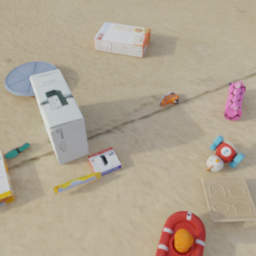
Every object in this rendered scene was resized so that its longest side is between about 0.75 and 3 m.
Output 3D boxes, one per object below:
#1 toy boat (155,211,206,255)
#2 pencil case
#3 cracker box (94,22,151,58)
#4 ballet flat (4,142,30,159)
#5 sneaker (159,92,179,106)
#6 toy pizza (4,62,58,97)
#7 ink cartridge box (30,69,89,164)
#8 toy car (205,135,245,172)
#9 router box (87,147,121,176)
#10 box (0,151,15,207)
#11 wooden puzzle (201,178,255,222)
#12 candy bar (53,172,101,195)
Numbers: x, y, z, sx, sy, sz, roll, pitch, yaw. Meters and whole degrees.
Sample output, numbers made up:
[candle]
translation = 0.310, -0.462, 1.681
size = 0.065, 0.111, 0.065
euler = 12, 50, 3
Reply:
[toy boat]
translation = 1.502, 3.186, 7.751
size = 1.261, 1.263, 1.933
euler = 15, 51, 13
[pencil case]
translation = 4.510, -1.156, 11.812
size = 0.810, 0.836, 1.785
euler = 22, 53, 2
[cracker box]
translation = -0.270, -4.730, 14.982
size = 2.650, 0.764, 1.775
euler = 13, 50, 10
[ballet flat]
translation = -4.174, 0.830, 10.485
size = 1.015, 0.345, 0.341
euler = -30, 34, -29
[sneaker]
translation = 1.832, -1.187, 12.138
size = 0.588, 0.407, 1.050
euler = 33, 57, 27
[toy pizza]
translation = -4.438, -2.242, 13.065
size = 2.511, 0.398, 2.511
euler = -1, 48, 1
[ink cartridge box]
translation = -2.528, -0.429, 10.359
size = 1.195, 2.108, 2.876
euler = -18, 52, -17
[toy car]
translation = 3.173, 1.117, 9.804
size = 1.207, 1.068, 1.113
euler = -41, 70, -16
[router box]
translation = -0.857, 1.236, 10.135
size = 0.968, 0.236, 0.869
euler = -20, 52, -17
[box]
translation = -4.818, 1.742, 9.568
size = 1.362, 0.475, 2.289
euler = -20, 49, -16
[wooden puzzle]
translation = 3.257, 2.353, 9.109
size = 1.486, 0.371, 1.605
euler = -1, 44, -2
[candy bar]
translation = -1.692, 1.832, 9.381
size = 1.669, 0.416, 0.185
euler = -17, 52, -21
